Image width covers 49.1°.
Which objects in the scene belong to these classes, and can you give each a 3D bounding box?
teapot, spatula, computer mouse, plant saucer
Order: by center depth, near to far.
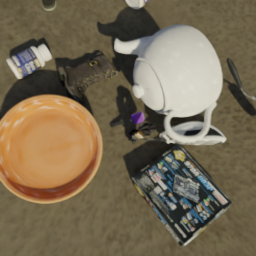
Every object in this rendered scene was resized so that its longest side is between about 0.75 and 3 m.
[{"bbox_3d":[-2.164,0.553,7.695,2.908,0.544,2.908,1,81,-4],"label":"plant saucer"},{"bbox_3d":[1.093,-1.319,7.799,2.021,2.731,2.767,-27,28,-14],"label":"teapot"},{"bbox_3d":[1.395,0.129,7.892,2.699,1.480,0.592,2,77,-9],"label":"computer mouse"},{"bbox_3d":[3.395,-1.070,8.074,2.297,0.236,0.649,48,38,-21],"label":"spatula"},{"bbox_3d":[-0.050,-0.192,8.416,1.109,0.114,0.313,-16,106,22],"label":"spatula"}]

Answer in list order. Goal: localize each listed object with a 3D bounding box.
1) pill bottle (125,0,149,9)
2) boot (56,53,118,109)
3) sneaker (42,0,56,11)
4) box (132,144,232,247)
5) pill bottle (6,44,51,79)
[{"bbox_3d":[0.629,-5.325,10.615,0.921,0.921,1.591,37,70,16],"label":"pill bottle"},{"bbox_3d":[-1.163,-1.538,8.873,1.809,0.719,2.077,-20,62,-17],"label":"boot"},{"bbox_3d":[-3.102,-5.201,10.629,0.552,0.783,1.475,-8,65,-4],"label":"sneaker"},{"bbox_3d":[1.360,1.702,7.404,1.682,0.487,2.116,-33,65,-17],"label":"box"},{"bbox_3d":[-3.237,-2.228,9.254,1.301,0.723,0.723,-34,69,-15],"label":"pill bottle"}]
